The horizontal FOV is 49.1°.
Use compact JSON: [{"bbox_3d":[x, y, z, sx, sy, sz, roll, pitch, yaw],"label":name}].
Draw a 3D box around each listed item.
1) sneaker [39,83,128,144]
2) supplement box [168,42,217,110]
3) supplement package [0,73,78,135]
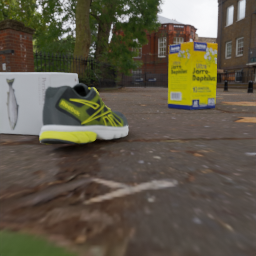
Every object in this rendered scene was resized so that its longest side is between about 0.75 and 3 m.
[{"bbox_3d":[-0.636,-0.286,5.126,0.896,1.018,2.405,1,5,21],"label":"sneaker"},{"bbox_3d":[2.940,-2.350,12.890,1.586,2.914,1.596,-6,10,-31],"label":"supplement box"},{"bbox_3d":[-2.439,-0.605,6.523,2.280,1.333,1.338,2,9,15],"label":"supplement package"}]
